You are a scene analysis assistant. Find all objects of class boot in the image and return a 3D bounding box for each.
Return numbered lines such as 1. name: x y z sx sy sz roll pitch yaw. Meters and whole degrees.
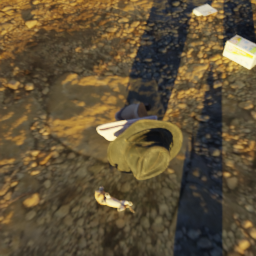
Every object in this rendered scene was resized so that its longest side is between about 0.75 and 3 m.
1. boot: 0.087 -0.482 9.579 1.199 0.576 1.641 -14 8 22

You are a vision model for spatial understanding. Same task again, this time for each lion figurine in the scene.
1. lion figurine: -0.418 2.179 8.239 1.268 0.777 0.460 28 74 5

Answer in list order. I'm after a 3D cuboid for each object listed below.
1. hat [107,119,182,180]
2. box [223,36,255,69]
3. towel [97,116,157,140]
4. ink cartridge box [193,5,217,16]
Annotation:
1. hat: 0.581 0.874 8.109 2.345 2.345 0.946 -8 44 -6
2. box: 5.195 -3.443 12.688 0.813 0.733 1.446 -35 59 -26
3. towel: 0.050 0.070 8.901 1.786 1.870 0.301 -9 78 4
4. ink cartridge box: 4.235 -6.390 15.396 1.003 0.218 0.871 -26 56 -19
